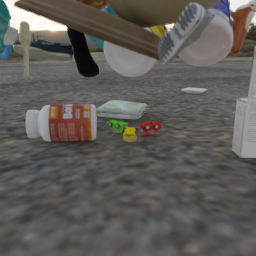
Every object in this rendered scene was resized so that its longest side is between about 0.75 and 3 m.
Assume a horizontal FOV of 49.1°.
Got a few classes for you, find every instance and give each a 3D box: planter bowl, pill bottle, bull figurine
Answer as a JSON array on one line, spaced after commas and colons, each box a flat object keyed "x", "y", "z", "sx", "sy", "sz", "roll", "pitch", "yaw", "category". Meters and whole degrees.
[{"x": 0.803, "y": -2.480, "z": 3.668, "sx": 1.499, "sy": 2.227, "sz": 2.227, "roll": 17, "pitch": 23, "yaw": 37, "category": "planter bowl"}, {"x": 0.362, "y": -2.364, "z": 7.672, "sx": 1.369, "sy": 1.369, "sz": 2.445, "roll": 5, "pitch": 28, "yaw": 16, "category": "pill bottle"}, {"x": 3.568, "y": -3.403, "z": 9.141, "sx": 0.598, "sy": 1.838, "sz": 1.116, "roll": -12, "pitch": 42, "yaw": -27, "category": "bull figurine"}, {"x": -1.521, "y": -0.114, "z": 6.526, "sx": 1.531, "sy": 0.859, "sz": 0.859, "roll": -2, "pitch": 16, "yaw": -7, "category": "pill bottle"}, {"x": 2.084, "y": -3.073, "z": 7.815, "sx": 1.474, "sy": 1.474, "sz": 2.463, "roll": 3, "pitch": 55, "yaw": 10, "category": "pill bottle"}]

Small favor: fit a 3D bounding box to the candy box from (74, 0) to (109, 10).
[{"x": -0.165, "y": -2.858, "z": 5.123, "sx": 1.883, "sy": 0.521, "sz": 1.087, "roll": -20, "pitch": 6, "yaw": 24, "category": "candy box"}]

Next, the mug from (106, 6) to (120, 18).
[{"x": 0.478, "y": -3.847, "z": 9.364, "sx": 2.240, "sy": 1.841, "sz": 1.385, "roll": -28, "pitch": 47, "yaw": 9, "category": "mug"}]

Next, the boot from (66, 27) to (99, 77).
[{"x": -1.483, "y": -2.567, "z": 8.844, "sx": 0.629, "sy": 1.393, "sz": 1.700, "roll": -20, "pitch": 48, "yaw": -13, "category": "boot"}]

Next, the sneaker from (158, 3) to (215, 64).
[{"x": 0.653, "y": -1.021, "z": 3.246, "sx": 0.359, "sy": 0.327, "sz": 0.876, "roll": 0, "pitch": -22, "yaw": -27, "category": "sneaker"}]

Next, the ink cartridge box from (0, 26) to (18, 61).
[{"x": -4.214, "y": -2.761, "z": 8.052, "sx": 1.729, "sy": 1.001, "sz": 0.576, "roll": 18, "pitch": 13, "yaw": -34, "category": "ink cartridge box"}]

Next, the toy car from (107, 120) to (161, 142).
[{"x": 0.005, "y": 0.039, "z": 7.023, "sx": 1.271, "sy": 0.301, "sz": 1.351, "roll": 12, "pitch": 19, "yaw": 38, "category": "toy car"}]

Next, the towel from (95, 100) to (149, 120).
[{"x": -0.177, "y": -0.620, "z": 9.241, "sx": 1.521, "sy": 0.366, "sz": 1.302, "roll": 5, "pitch": 16, "yaw": 18, "category": "towel"}]

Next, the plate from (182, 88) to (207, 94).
[{"x": 3.328, "y": -1.864, "z": 14.036, "sx": 1.039, "sy": 0.168, "sz": 1.037, "roll": 10, "pitch": 17, "yaw": 31, "category": "plate"}]

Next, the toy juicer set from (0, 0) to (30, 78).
[{"x": -3.147, "y": -2.754, "z": 6.462, "sx": 0.802, "sy": 2.947, "sz": 1.875, "roll": -15, "pitch": 45, "yaw": 8, "category": "toy juicer set"}]

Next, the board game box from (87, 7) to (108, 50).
[{"x": -1.447, "y": -3.713, "z": 8.145, "sx": 0.575, "sy": 1.944, "sz": 2.556, "roll": -32, "pitch": -38, "yaw": 22, "category": "board game box"}]

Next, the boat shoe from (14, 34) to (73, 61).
[{"x": -2.710, "y": -2.608, "z": 9.100, "sx": 1.876, "sy": 0.580, "sz": 0.702, "roll": 1, "pitch": -7, "yaw": -25, "category": "boat shoe"}]

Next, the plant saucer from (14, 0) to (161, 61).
[{"x": -0.490, "y": -1.590, "z": 4.360, "sx": 2.392, "sy": 0.352, "sz": 2.392, "roll": 18, "pitch": 16, "yaw": -5, "category": "plant saucer"}]

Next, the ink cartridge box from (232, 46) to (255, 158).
[{"x": 3.401, "y": -0.475, "z": 5.426, "sx": 2.430, "sy": 2.141, "sz": 0.543, "roll": 1, "pitch": 16, "yaw": 1, "category": "ink cartridge box"}]
